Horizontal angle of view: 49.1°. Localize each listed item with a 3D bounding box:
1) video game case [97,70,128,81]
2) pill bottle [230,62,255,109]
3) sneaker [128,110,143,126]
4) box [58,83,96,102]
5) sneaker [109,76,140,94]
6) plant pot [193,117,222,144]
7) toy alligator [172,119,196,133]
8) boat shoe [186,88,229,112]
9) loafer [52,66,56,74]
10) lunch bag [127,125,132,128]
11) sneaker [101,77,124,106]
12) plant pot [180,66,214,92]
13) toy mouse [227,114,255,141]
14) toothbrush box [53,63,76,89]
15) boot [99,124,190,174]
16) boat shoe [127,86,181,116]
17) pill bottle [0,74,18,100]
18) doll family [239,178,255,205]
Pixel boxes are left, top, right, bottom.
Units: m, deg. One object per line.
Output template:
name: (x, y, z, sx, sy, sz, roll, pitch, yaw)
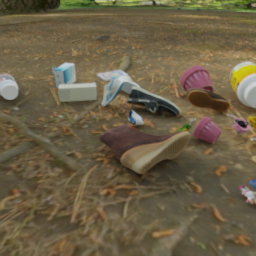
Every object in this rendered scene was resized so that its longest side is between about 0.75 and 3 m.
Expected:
video game case: (-0.948, -3.185, 16.967, 1.568, 0.141, 1.123, -16, 34, -26)
pill bottle: (5.924, -2.024, 13.413, 1.603, 1.603, 2.934, 4, 28, 7)
sneaker: (0.342, -0.383, 11.966, 0.499, 0.432, 1.152, 10, 25, -22)
box: (-2.507, -1.783, 13.956, 1.829, 0.752, 0.625, -3, 30, -8)
sneaker: (0.032, -2.389, 15.015, 1.916, 0.706, 1.107, 18, 38, 31)
plant pot: (3.036, 0.145, 10.583, 0.808, 0.902, 0.902, 36, 43, 23)
toy alligator: (2.168, 0.117, 10.858, 1.313, 0.316, 0.435, -34, 21, -9)
boat shoe: (3.511, -1.318, 12.674, 2.246, 0.791, 0.790, 16, 33, -25)
loafer: (-4.595, -3.588, 17.465, 0.336, 0.335, 0.961, -11, 32, -19)
lunch bag: (0.008, 0.184, 10.989, 0.722, 0.336, 0.820, -17, 33, -35)
sneaker: (-0.838, -1.674, 13.017, 0.647, 1.603, 0.613, 39, 33, 3)
plant pot: (3.553, -2.151, 14.040, 1.483, 1.483, 1.327, -9, 46, -16)
toy mouse: (4.773, 0.184, 10.674, 2.300, 0.445, 2.044, 23, 35, 16)
toothbrush box: (-3.499, -2.897, 15.574, 0.603, 1.036, 1.415, 8, 32, 14)
boot: (0.594, 0.349, 9.817, 2.651, 0.959, 2.205, -26, 44, -28)
boat shoe: (1.164, -1.038, 12.771, 2.588, 0.929, 0.875, 25, 81, 22)
pill bottle: (-6.154, -2.087, 14.252, 0.947, 0.947, 1.634, -15, 33, -25)
doll family: (3.893, 1.715, 7.976, 1.331, 0.600, 0.826, -14, 38, -24)
